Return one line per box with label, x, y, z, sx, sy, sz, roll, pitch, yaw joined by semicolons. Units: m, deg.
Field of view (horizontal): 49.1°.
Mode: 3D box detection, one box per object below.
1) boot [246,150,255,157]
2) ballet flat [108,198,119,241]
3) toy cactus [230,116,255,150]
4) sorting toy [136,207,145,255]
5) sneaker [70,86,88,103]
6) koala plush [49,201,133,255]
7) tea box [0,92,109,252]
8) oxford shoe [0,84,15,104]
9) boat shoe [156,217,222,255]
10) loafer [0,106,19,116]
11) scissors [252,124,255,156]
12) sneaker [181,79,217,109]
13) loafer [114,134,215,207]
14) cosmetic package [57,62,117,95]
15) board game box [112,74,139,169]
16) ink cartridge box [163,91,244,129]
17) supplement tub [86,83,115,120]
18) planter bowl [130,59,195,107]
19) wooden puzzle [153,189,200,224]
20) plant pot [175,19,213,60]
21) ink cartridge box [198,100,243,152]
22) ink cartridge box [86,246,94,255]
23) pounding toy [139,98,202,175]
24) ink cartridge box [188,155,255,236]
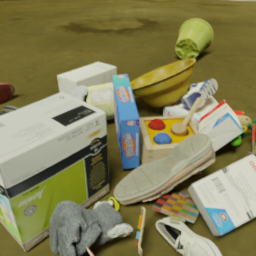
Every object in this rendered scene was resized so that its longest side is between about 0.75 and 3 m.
boot;3.376;1.011;7.176;0.460;0.958;1.311;24;-12;-16
ballet flat;-0.431;2.050;6.453;0.363;0.364;1.087;-8;31;11
toy cactus;4.049;0.052;8.957;2.335;1.194;1.927;-29;24;-11
sorting toy;0.249;2.195;5.821;0.164;1.114;0.823;4;59;5
sneaker;-1.467;-0.511;8.981;1.033;1.815;0.685;5;34;-41
koala plush;-0.715;1.984;5.590;1.443;1.326;1.280;-6;17;-30
tea box;-1.874;0.853;6.395;1.663;2.448;2.488;25;39;36
oxford shoe;-5.986;-1.328;11.441;2.547;0.897;0.952;-25;37;-35
boat shoe;1.169;2.318;5.655;0.511;0.560;1.556;6;18;-37
loafer;-3.100;0.174;8.733;2.702;0.971;0.850;27;56;16
scissors;3.312;0.342;7.418;0.084;0.439;1.199;5;33;22
sneaker;2.495;-1.224;10.442;1.626;0.657;0.939;-35;17;-26
loafer;1.001;1.222;7.026;2.770;0.871;0.996;-32;28;-1
cosmetic package;-1.766;-2.096;12.524;1.310;1.033;2.434;25;40;36
board game box;-0.090;-0.246;8.318;0.527;1.781;2.342;-5;38;-5
ink cartridge box;2.915;-0.683;10.657;2.570;0.644;2.085;15;35;27
supplement tub;-0.928;-0.927;10.262;1.827;1.325;1.325;-13;34;-14
planter bowl;1.383;-1.548;10.629;2.782;1.159;2.782;-22;16;7
wooden puzzle;1.185;1.853;6.578;0.960;0.114;1.619;16;14;23
plant pot;3.749;-5.063;16.640;2.158;2.158;1.984;14;45;22
ink cartridge box;2.868;-0.107;8.898;0.651;1.126;1.937;47;25;-5
ink cartridge box;-0.130;2.505;4.580;0.348;1.383;0.753;-32;9;-22
pounding toy;1.394;0.234;8.325;2.104;1.496;1.937;-4;33;-7
ink cartridge box;2.331;1.484;6.202;1.586;0.681;1.162;-24;68;-9
